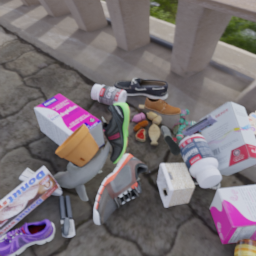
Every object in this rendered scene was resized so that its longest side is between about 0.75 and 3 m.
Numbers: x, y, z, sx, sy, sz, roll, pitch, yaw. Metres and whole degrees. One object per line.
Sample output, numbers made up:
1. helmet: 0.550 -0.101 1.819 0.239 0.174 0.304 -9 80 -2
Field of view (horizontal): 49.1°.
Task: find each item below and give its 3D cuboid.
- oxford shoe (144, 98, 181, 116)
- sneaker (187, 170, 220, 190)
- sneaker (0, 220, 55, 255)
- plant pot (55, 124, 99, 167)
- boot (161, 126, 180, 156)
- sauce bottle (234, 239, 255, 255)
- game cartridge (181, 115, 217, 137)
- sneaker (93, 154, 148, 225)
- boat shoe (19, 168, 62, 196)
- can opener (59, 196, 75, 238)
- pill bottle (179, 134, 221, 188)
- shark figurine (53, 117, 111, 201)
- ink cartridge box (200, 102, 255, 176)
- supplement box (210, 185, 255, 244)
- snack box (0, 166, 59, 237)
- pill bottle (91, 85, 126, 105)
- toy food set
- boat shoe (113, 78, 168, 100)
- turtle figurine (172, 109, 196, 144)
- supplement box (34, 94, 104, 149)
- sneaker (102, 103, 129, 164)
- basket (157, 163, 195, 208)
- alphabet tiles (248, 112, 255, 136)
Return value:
1. oxford shoe: 1.428 -0.890 11.514 1.552 0.553 0.554 13 30 10
2. sneaker: 2.871 1.888 10.885 1.499 0.656 0.553 15 47 15
3. sneaker: -3.491 3.480 9.115 2.104 0.878 0.848 -19 47 -17
4. plant pot: -1.732 0.699 10.020 1.003 1.433 1.433 44 49 -12
5. boot: 1.637 0.489 10.986 0.406 1.018 1.120 -28 13 3
6. sauce bottle: 3.398 4.582 7.977 0.894 0.894 2.709 14 45 14
7. game cartridge: 2.538 -0.043 9.908 1.161 0.753 0.223 -33 62 24
8. sneaker: -0.177 2.189 10.026 1.228 1.156 3.000 19 52 18
9. boat shoe: -3.261 2.038 10.708 1.887 0.679 0.620 14 62 24
10. can opener: -2.142 3.052 9.811 0.436 0.551 1.657 5 37 -23
11. pill bottle: 2.672 1.234 10.370 1.092 1.092 1.826 -10 46 -10
12. shark figurine: -1.573 1.255 10.236 3.170 1.323 1.894 -44 46 2
13. ink cartridge box: 3.866 0.441 10.765 0.960 1.689 2.317 13 56 -32
14. supplement box: 4.361 2.833 9.402 2.715 1.403 1.374 -4 46 -5
15. snack box: -3.796 2.617 9.821 2.781 0.338 1.000 -40 56 -13
16. pill bottle: -0.996 -1.639 14.270 1.642 0.935 0.935 18 47 17
17. toy food set: 0.837 -0.112 13.191 1.409 0.349 2.217 7 53 8
18. boat shoe: 0.660 -2.215 14.880 2.971 0.896 1.098 13 46 13
19. turtle figurine: 2.271 0.067 11.671 0.868 1.291 1.725 23 43 -11
20. supplement box: -2.590 -0.058 12.300 2.872 1.484 1.453 31 54 30
21. sneaker: -0.488 0.181 10.226 0.958 2.287 0.878 5 14 -2
22. basket: 1.711 2.066 10.316 0.984 1.223 1.212 -6 45 -9
23. alphabet tiles: 6.722 -0.071 13.233 2.230 0.163 2.181 -26 50 -24
